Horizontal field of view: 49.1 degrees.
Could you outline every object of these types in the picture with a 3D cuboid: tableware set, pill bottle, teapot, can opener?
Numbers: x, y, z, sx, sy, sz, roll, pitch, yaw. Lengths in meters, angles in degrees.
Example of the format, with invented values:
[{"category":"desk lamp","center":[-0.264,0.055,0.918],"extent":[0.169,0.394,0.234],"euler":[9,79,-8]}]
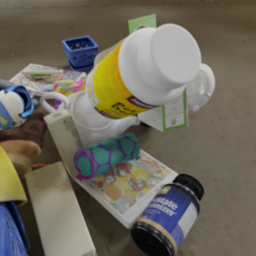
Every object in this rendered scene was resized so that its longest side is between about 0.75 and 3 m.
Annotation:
[{"category":"tableware set","center":[-1.517,-1.396,8.518],"extent":[1.524,0.177,1.273],"euler":[-15,19,-20]},{"category":"pill bottle","center":[0.838,-0.965,10.068],"extent":[1.034,1.034,1.849],"euler":[10,41,12]},{"category":"teapot","center":[1.875,-1.070,8.279],"extent":[1.596,1.617,1.181],"euler":[-23,65,30]},{"category":"pill bottle","center":[1.006,2.003,6.577],"extent":[1.089,1.089,1.947],"euler":[24,46,26]},{"category":"pill bottle","center":[0.209,-1.108,6.081],"extent":[1.544,1.544,2.827],"euler":[-26,5,-27]},{"category":"can opener","center":[-2.993,-0.845,7.246],"extent":[0.673,0.537,2.014],"euler":[41,9,12]},{"category":"teapot","center":[-1.180,-0.340,8.432],"extent":[2.176,1.589,2.147],"euler":[-28,76,-29]}]

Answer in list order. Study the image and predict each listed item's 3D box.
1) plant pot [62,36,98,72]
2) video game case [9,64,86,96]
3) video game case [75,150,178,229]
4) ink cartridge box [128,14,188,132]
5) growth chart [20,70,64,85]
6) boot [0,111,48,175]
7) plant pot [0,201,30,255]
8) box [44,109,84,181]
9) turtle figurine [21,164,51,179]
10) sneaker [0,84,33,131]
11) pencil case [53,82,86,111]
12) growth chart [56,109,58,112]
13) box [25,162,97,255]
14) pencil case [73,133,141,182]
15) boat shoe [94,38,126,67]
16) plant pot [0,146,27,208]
[{"category":"plant pot","center":[-2.131,-3.286,12.665],"extent":[1.307,1.176,1.308],"euler":[-16,43,-19]},{"category":"video game case","center":[-3.452,-1.995,11.871],"extent":[2.746,0.247,1.966],"euler":[12,41,13]},{"category":"video game case","center":[-0.049,1.394,7.864],"extent":[2.092,0.263,2.299],"euler":[-33,48,-32]},{"category":"ink cartridge box","center":[0.810,-1.477,7.545],"extent":[0.852,2.872,1.491],"euler":[-14,20,-20]},{"category":"growth chart","center":[-3.022,-1.841,10.262],"extent":[1.520,0.186,2.100],"euler":[-4,-2,-8]},{"category":"boot","center":[-3.638,0.087,7.637],"extent":[2.723,0.985,2.265],"euler":[19,35,-12]},{"category":"plant pot","center":[-3.118,2.484,4.914],"extent":[2.722,2.722,2.447],"euler":[-12,35,-13]},{"category":"box","center":[-1.571,0.450,7.442],"extent":[0.606,1.772,0.728],"euler":[-27,28,-18]},{"category":"turtle figurine","center":[-3.754,1.151,7.702],"extent":[2.807,0.904,2.263],"euler":[15,43,16]},{"category":"sneaker","center":[-2.480,-0.482,6.206],"extent":[0.942,0.847,2.291],"euler":[-31,15,1]},{"category":"pencil case","center":[-1.482,-1.161,10.284],"extent":[2.536,1.121,1.121],"euler":[-6,41,-5]},{"category":"growth chart","center":[-1.931,-0.012,9.396],"extent":[1.223,0.150,1.690],"euler":[2,45,-14]},{"category":"box","center":[-1.589,2.043,6.496],"extent":[1.007,0.838,2.451],"euler":[-18,51,-15]},{"category":"pencil case","center":[-0.509,0.736,7.429],"extent":[0.820,0.890,1.926],"euler":[42,34,25]},{"category":"boat shoe","center":[0.013,-2.409,9.432],"extent":[2.576,0.925,0.871],"euler":[-9,-8,40]},{"category":"plant pot","center":[-3.597,0.767,5.320],"extent":[2.862,2.862,2.032],"euler":[-12,75,-14]}]
